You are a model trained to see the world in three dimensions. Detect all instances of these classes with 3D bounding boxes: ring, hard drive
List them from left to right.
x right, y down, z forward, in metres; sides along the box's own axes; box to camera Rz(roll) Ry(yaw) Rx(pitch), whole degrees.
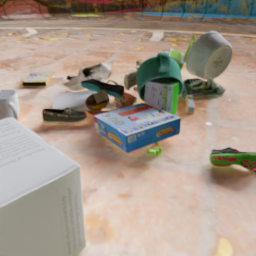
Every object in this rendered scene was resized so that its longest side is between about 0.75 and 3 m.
[{"bbox_3d":[-2.174,-1.261,13.176,2.605,0.342,1.718,-9,33,-2],"label":"hard drive"},{"bbox_3d":[-0.839,-1.102,13.151,2.326,0.223,2.326,-7,33,4],"label":"ring"}]

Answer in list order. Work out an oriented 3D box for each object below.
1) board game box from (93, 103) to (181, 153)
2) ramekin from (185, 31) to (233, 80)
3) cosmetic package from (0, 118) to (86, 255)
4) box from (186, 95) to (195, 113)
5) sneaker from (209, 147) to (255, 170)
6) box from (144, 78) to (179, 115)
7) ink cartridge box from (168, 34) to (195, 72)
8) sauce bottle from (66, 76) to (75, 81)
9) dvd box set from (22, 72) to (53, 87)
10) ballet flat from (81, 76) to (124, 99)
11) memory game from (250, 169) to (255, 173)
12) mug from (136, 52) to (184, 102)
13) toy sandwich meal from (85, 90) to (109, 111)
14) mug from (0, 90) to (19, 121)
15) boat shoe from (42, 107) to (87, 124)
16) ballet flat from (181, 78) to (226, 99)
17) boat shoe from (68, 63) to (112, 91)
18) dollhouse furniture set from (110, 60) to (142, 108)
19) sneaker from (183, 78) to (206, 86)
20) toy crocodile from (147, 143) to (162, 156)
[{"bbox_3d":[0.303,-0.119,10.921,2.482,0.693,2.430,-17,27,-28],"label":"board game box"},{"bbox_3d":[4.520,-3.812,15.310,2.608,2.608,1.215,-17,45,-28],"label":"ramekin"},{"bbox_3d":[-2.815,1.656,6.130,2.998,2.471,2.473,26,38,37],"label":"cosmetic package"},{"bbox_3d":[2.985,-1.171,13.465,0.296,0.317,1.529,9,31,3],"label":"box"},{"bbox_3d":[3.592,0.917,9.248,1.775,0.681,0.743,5,35,9],"label":"sneaker"},{"bbox_3d":[1.466,-1.349,12.533,1.359,1.540,0.745,16,31,28],"label":"box"},{"bbox_3d":[2.861,-4.213,16.270,1.016,2.682,1.982,21,31,-1],"label":"ink cartridge box"},{"bbox_3d":[-3.014,-2.799,16.289,1.351,0.446,0.446,20,35,30],"label":"sauce bottle"},{"bbox_3d":[-5.335,-2.910,16.656,1.373,0.276,1.877,-1,29,-2],"label":"dvd box set"},{"bbox_3d":[-1.117,-1.925,12.899,2.117,0.720,0.724,19,69,12],"label":"ballet flat"},{"bbox_3d":[4.408,1.273,9.331,0.927,0.059,0.927,-1,29,0],"label":"memory game"},{"bbox_3d":[1.533,-2.405,12.832,2.085,2.538,1.569,16,54,-32],"label":"mug"},{"bbox_3d":[-1.362,-1.209,12.289,1.106,0.379,1.106,-1,59,1],"label":"toy sandwich meal"},{"bbox_3d":[-5.058,-0.782,11.782,1.450,1.272,1.071,25,38,37],"label":"mug"},{"bbox_3d":[-2.713,-0.554,11.957,1.921,0.574,0.686,-2,27,-3],"label":"boat shoe"},{"bbox_3d":[4.031,-2.115,14.588,2.624,0.944,0.944,-10,31,-18],"label":"ballet flat"},{"bbox_3d":[-2.208,-2.772,14.646,2.768,0.959,0.980,-18,56,27],"label":"boat shoe"},{"bbox_3d":[-0.197,-2.163,13.531,0.976,1.999,1.704,19,35,33],"label":"dollhouse furniture set"},{"bbox_3d":[3.595,-2.330,15.196,1.791,0.671,0.757,-25,33,-38],"label":"sneaker"},{"bbox_3d":[0.921,0.752,9.745,0.401,0.367,1.187,7,5,17],"label":"toy crocodile"}]
